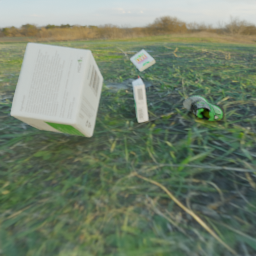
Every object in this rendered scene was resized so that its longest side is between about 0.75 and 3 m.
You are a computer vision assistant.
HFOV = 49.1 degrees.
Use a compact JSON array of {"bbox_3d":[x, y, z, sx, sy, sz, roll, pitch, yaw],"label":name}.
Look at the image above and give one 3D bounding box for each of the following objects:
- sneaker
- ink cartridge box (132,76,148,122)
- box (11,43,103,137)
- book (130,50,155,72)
[{"bbox_3d":[3.126,-0.853,12.115,0.869,0.796,2.041,-15,27,-32],"label":"sneaker"},{"bbox_3d":[0.448,-1.310,12.109,0.487,1.565,1.944,-9,23,-3],"label":"ink cartridge box"},{"bbox_3d":[-2.146,-1.105,9.106,2.010,2.347,2.335,9,-10,6],"label":"box"},{"bbox_3d":[0.613,-2.912,12.192,0.744,0.268,1.114,-32,42,0],"label":"book"}]
